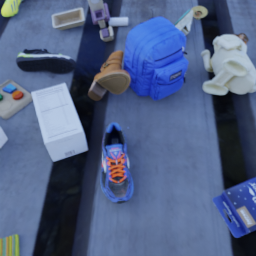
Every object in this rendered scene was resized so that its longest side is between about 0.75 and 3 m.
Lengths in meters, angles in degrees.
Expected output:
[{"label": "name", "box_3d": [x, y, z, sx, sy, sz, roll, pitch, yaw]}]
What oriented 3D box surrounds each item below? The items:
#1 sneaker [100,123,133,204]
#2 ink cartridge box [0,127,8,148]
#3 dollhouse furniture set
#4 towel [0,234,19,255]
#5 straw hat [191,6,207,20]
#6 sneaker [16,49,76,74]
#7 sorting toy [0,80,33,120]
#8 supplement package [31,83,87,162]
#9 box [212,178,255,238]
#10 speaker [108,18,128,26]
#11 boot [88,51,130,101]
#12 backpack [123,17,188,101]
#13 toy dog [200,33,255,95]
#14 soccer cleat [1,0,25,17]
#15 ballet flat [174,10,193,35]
[{"label": "sneaker", "box_3d": [-0.443, 1.022, 8.843, 1.048, 1.091, 2.781, -8, 56, -4]}, {"label": "ink cartridge box", "box_3d": [-5.225, 0.638, 9.268, 1.411, 0.815, 1.932, 22, 58, 15]}, {"label": "dollhouse furniture set", "box_3d": [-2.216, -4.949, 12.390, 2.681, 1.903, 2.125, -12, 72, 4]}, {"label": "towel", "box_3d": [-3.881, 3.499, 7.713, 1.699, 0.153, 0.731, -12, 56, -8]}, {"label": "straw hat", "box_3d": [3.449, -5.564, 13.811, 0.876, 0.371, 0.876, -2, 59, 3]}, {"label": "sneaker", "box_3d": [-3.415, -2.957, 11.678, 2.591, 0.929, 1.073, 5, 56, 3]}, {"label": "sorting toy", "box_3d": [-4.874, -0.969, 10.705, 1.522, 0.274, 2.043, 35, 62, 22]}, {"label": "supplement package", "box_3d": [-2.354, -0.227, 9.613, 1.271, 1.224, 2.234, -18, 57, -12]}, {"label": "box", "box_3d": [3.830, 2.265, 8.450, 2.197, 0.356, 1.331, -20, 58, -11]}, {"label": "speaker", "box_3d": [-0.469, -5.105, 13.486, 0.946, 0.384, 0.384, -3, 56, -2]}, {"label": "boot", "box_3d": [-0.459, -2.099, 10.409, 0.938, 2.445, 1.898, 34, 63, -18]}, {"label": "backpack", "box_3d": [1.134, -2.563, 10.371, 2.129, 2.621, 2.199, -33, 61, -22]}, {"label": "toy dog", "box_3d": [4.152, -2.708, 11.060, 2.468, 1.776, 2.546, 12, 55, -7]}, {"label": "soccer cleat", "box_3d": [-5.795, -6.470, 14.058, 0.756, 0.978, 2.337, 10, 56, 7]}, {"label": "ballet flat", "box_3d": [2.323, -4.422, 12.895, 0.837, 0.905, 2.684, 45, 67, -5]}]
